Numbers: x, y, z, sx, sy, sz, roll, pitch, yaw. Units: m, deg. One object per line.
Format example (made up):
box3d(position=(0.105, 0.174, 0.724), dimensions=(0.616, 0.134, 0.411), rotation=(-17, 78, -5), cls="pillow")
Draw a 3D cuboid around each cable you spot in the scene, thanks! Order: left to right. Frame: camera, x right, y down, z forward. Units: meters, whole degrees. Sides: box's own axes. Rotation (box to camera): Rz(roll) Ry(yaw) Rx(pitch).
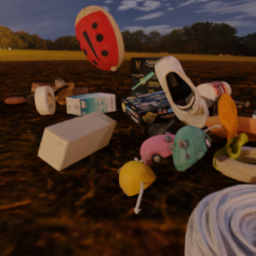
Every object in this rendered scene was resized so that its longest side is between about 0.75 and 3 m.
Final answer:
box3d(position=(1.887, 1.504, 3.102), dimensions=(2.480, 0.859, 2.480), rotation=(-1, 16, -5), cls="cable")

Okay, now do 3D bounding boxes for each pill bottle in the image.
box3d(position=(3.875, -1.555, 12.736), dimensions=(1.052, 1.052, 1.843), rotation=(15, 23, 40), cls="pill bottle")

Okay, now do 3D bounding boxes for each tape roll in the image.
box3d(position=(-3.234, -1.062, 10.959), dimensions=(0.392, 1.120, 1.120), rotation=(-4, 17, 5), cls="tape roll")

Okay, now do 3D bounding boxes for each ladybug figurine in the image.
box3d(position=(-1.272, -3.611, 11.462), dimensions=(1.980, 2.917, 1.049), rotation=(-35, -8, 40), cls="ladybug figurine")

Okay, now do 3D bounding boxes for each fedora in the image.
box3d(position=(-2.886, -1.449, 12.573), dimensions=(1.450, 0.592, 1.450), rotation=(-22, 29, 13), cls="fedora")

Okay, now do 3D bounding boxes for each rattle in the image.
box3d(position=(2.936, 0.372, 5.512), dimensions=(1.591, 1.746, 2.444), rotation=(12, 4, -27), cls="rattle")

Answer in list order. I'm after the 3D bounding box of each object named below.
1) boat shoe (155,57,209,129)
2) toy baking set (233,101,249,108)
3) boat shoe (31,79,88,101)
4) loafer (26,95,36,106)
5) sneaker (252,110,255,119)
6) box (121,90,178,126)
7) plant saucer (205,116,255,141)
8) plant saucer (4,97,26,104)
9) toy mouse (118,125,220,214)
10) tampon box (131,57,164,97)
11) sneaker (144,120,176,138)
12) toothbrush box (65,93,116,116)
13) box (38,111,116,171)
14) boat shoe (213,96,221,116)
box3d(position=(1.675, -0.804, 8.437), dimensions=(1.040, 2.828, 0.924), rotation=(-32, 33, 19), cls="boat shoe")
box3d(position=(5.041, -1.138, 12.898), dimensions=(1.036, 0.157, 1.350), rotation=(11, 20, 32), cls="toy baking set")
box3d(position=(-3.354, -1.863, 13.808), dimensions=(2.795, 1.003, 1.058), rotation=(-6, 18, -20), cls="boat shoe")
box3d(position=(-4.037, -1.259, 12.848), dimensions=(1.226, 0.464, 0.419), rotation=(9, 18, -1), cls="loafer")
box3d(position=(5.003, -0.249, 8.850), dimensions=(2.319, 0.821, 0.847), rotation=(-4, 17, -13), cls="sneaker")
box3d(position=(1.176, -0.855, 10.658), dimensions=(2.450, 0.564, 1.948), rotation=(-13, 24, -16), cls="box")
box3d(position=(3.052, 0.063, 7.616), dimensions=(1.880, 0.352, 1.880), rotation=(11, -6, 1), cls="plant saucer")
box3d(position=(-5.479, -1.343, 13.581), dimensions=(0.972, 0.157, 0.972), rotation=(1, 17, 0), cls="plant saucer")
box3d(position=(0.777, 0.397, 5.497), dimensions=(2.363, 0.514, 2.658), rotation=(-33, 5, -6), cls="toy mouse")
box3d(position=(1.054, -2.243, 13.060), dimensions=(1.564, 2.087, 1.317), rotation=(5, 15, 19), cls="tampon box")
box3d(position=(0.980, 0.006, 8.558), dimensions=(0.763, 0.509, 1.332), rotation=(17, 29, 28), cls="sneaker")
box3d(position=(-1.506, -0.969, 11.317), dimensions=(1.644, 0.701, 1.204), rotation=(-14, 18, -37), cls="toothbrush box")
box3d(position=(-1.180, 0.238, 6.929), dimensions=(0.701, 0.842, 2.049), rotation=(31, 25, 18), cls="box")
box3d(position=(3.741, -0.881, 11.151), dimensions=(0.720, 0.682, 1.901), rotation=(2, 17, 7), cls="boat shoe")
